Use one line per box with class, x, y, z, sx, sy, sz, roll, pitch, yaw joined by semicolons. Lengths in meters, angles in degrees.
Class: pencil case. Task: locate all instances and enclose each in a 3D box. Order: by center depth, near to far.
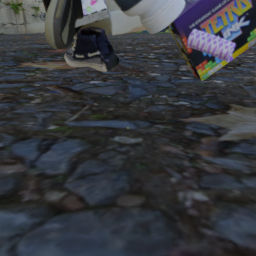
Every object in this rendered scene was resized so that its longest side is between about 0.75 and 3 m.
pencil case;1.413;-1.411;4.834;0.829;0.354;0.348;29;72;20

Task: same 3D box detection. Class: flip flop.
flip flop;-1.169;-2.076;4.705;0.659;0.929;2.290;-1;46;2

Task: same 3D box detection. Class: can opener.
can opener;-1.336;-3.262;8.324;1.589;0.625;0.504;-33;-6;25

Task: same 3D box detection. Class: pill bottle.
pill bottle;0.103;-2.359;4.330;1.007;1.685;1.007;-35;31;25

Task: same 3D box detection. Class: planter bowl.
planter bowl;-1.303;-3.998;9.165;1.865;1.865;1.255;13;-15;28

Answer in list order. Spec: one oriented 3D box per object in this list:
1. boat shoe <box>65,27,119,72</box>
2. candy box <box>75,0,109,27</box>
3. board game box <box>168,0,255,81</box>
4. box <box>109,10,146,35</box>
boat shoe;-1.407;-2.686;9.152;2.647;1.227;0.988;19;55;42
candy box;-1.254;-3.364;7.560;1.224;1.026;0.438;-18;-9;-1
board game box;2.568;-2.923;7.499;2.693;2.226;0.763;-36;43;7
box;0.271;-3.168;8.180;1.611;0.626;0.765;-9;23;0
